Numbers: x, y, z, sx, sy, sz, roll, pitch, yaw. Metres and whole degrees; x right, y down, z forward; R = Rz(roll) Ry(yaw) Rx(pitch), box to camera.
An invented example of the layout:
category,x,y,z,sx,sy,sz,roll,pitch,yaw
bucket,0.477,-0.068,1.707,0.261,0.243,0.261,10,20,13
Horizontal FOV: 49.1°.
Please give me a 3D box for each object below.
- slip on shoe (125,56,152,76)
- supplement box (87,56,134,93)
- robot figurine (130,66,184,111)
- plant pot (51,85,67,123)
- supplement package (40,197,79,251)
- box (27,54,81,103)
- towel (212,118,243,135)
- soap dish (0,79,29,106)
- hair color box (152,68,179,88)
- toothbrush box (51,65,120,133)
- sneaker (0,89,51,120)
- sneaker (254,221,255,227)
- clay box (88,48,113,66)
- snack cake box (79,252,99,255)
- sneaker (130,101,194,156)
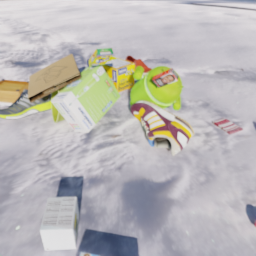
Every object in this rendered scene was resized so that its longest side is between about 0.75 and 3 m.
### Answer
category,x,y,z,sx,sy,sz,roll,pitch,yaw
slip on shoe,0.606,-3.582,16.268,0.914,0.755,2.469,-20,39,-31
supplement box,-0.908,-2.878,14.643,1.268,1.276,2.329,-28,41,-36
robot figurine,1.062,-1.416,10.905,2.262,2.578,1.491,37,63,-11
plant pot,-2.252,-1.066,11.628,1.584,1.723,1.723,-2,30,-25
supplement package,-1.633,2.321,6.847,0.749,0.755,0.994,-2,32,-3
box,-2.950,-2.015,10.988,2.082,0.271,2.547,-27,34,-1
towel,3.999,-0.095,11.309,0.734,0.116,1.019,-15,35,-24
soap dish,-5.498,-1.691,13.227,1.896,0.770,1.491,6,33,10
hair color box,1.200,-1.601,9.069,0.773,0.393,0.237,-18,39,43
toothbrush box,-1.534,-1.116,10.608,0.930,1.573,2.161,0,44,46
sneaker,-4.390,-1.043,11.738,2.603,1.054,0.962,-24,21,-39
sneaker,3.555,2.379,7.191,0.754,0.304,0.281,-15,37,-23
clay box,-0.966,-2.397,9.640,0.591,0.245,1.028,-12,-8,-26
snack cake box,-0.446,3.152,5.805,1.363,0.458,0.784,6,34,9
sneaker,0.886,-0.039,9.949,2.784,1.043,1.254,27,68,40
